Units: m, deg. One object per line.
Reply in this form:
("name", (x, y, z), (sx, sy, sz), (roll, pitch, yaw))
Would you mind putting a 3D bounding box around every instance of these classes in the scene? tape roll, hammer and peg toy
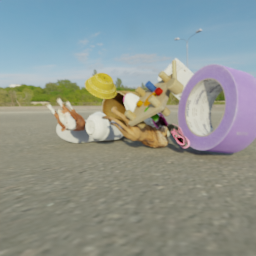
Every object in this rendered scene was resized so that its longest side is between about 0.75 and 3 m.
("tape roll", (2.788, -0.559, 8.772), (1.131, 2.661, 2.661), (8, 2, -25))
("hammer and peg toy", (0.992, -1.023, 8.803), (0.806, 1.682, 2.287), (39, -40, -21))

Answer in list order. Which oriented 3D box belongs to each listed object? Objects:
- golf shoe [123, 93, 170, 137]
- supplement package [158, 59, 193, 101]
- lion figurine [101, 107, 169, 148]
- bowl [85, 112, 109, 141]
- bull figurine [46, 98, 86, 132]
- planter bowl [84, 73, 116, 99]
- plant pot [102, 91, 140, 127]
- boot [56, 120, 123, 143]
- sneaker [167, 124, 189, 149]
("golf shoe", (0.850, -0.580, 11.542), (0.951, 2.524, 1.155), (-41, -5, -30))
("supplement package", (2.111, -1.640, 10.622), (1.792, 1.047, 1.051), (42, 16, -5))
("lion figurine", (0.334, 0.125, 9.985), (1.620, 0.959, 2.646), (46, 26, 27))
("bowl", (-1.274, -0.044, 10.714), (1.130, 1.130, 0.508), (5, 8, 43))
("bull figurine", (-2.240, -0.388, 10.423), (0.740, 1.380, 2.273), (-38, -9, 0))
("planter bowl", (-0.817, -1.455, 9.026), (1.088, 0.453, 1.088), (16, 40, -14))
("plant pot", (0.244, -0.923, 13.969), (2.162, 2.162, 2.320), (5, 18, 42))
("boot", (-1.710, 0.184, 12.532), (2.938, 1.080, 1.404), (4, -5, -15))
("sneaker", (1.522, 0.223, 8.720), (0.945, 0.374, 0.451), (51, 19, 24))
